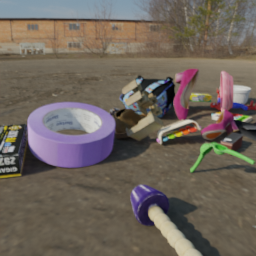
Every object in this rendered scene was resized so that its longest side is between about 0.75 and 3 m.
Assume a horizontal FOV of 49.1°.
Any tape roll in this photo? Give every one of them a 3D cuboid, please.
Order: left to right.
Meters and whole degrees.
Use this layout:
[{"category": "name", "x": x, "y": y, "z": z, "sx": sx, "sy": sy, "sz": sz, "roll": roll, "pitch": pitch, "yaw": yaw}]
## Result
[{"category": "tape roll", "x": -1.819, "y": 0.125, "z": 9.146, "sx": 2.733, "sy": 0.897, "sz": 2.733, "roll": 7, "pitch": 30, "yaw": -4}]

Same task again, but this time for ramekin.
[{"category": "ramekin", "x": 6.124, "y": -1.891, "z": 16.204, "sx": 1.677, "sy": 0.880, "sz": 1.677, "roll": 1, "pitch": 18, "yaw": 0}]

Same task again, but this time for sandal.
[{"category": "sandal", "x": 4.913, "y": 0.030, "z": 10.798, "sx": 1.074, "sy": 0.605, "sz": 2.824, "roll": -12, "pitch": 22, "yaw": -33}]

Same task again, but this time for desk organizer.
[{"category": "desk organizer", "x": 3.529, "y": 0.539, "z": 9.535, "sx": 0.400, "sy": 0.429, "sz": 1.115, "roll": 14, "pitch": 23, "yaw": 37}]

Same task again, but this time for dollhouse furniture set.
[{"category": "dollhouse furniture set", "x": 0.419, "y": -0.571, "z": 10.252, "sx": 1.129, "sy": 1.699, "sz": 1.489, "roll": -31, "pitch": -33, "yaw": 24}]

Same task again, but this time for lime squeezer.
[{"category": "lime squeezer", "x": 2.239, "y": 0.710, "z": 7.211, "sx": 0.372, "sy": 0.697, "sz": 1.973, "roll": 10, "pitch": -18, "yaw": -33}]

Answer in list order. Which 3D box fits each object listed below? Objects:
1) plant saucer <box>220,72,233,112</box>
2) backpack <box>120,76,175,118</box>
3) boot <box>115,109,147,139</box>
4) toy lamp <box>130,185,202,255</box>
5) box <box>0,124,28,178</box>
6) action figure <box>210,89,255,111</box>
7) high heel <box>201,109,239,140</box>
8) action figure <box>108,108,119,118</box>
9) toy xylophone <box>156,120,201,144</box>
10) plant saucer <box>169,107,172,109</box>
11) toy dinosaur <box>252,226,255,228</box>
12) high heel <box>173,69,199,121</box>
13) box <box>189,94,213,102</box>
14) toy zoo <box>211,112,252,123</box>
[{"category": "plant saucer", "x": 4.662, "y": -1.688, "z": 13.251, "sx": 0.494, "sy": 1.950, "sz": 1.950, "roll": -1, "pitch": 17, "yaw": 14}, {"category": "backpack", "x": 0.885, "y": -1.325, "z": 13.292, "sx": 2.202, "sy": 1.623, "sz": 2.412, "roll": 10, "pitch": 37, "yaw": 31}, {"category": "boot", "x": 0.291, "y": -0.399, "z": 11.365, "sx": 0.966, "sy": 0.990, "sz": 2.625, "roll": -6, "pitch": 11, "yaw": 30}, {"category": "toy lamp", "x": 0.788, "y": 1.875, "z": 5.012, "sx": 0.797, "sy": 0.797, "sz": 2.737, "roll": -8, "pitch": 22, "yaw": -22}, {"category": "box", "x": -4.454, "y": 0.679, "z": 8.677, "sx": 2.371, "sy": 0.733, "sz": 2.970, "roll": -3, "pitch": 18, "yaw": -16}, {"category": "action figure", "x": 5.478, "y": -1.479, "z": 14.634, "sx": 2.392, "sy": 1.184, "sz": 0.780, "roll": -4, "pitch": 18, "yaw": -3}, {"category": "high heel", "x": 3.305, "y": -0.212, "z": 10.525, "sx": 2.211, "sy": 0.745, "sz": 1.060, "roll": -9, "pitch": 65, "yaw": -35}, {"category": "action figure", "x": -0.769, "y": -0.573, "z": 12.237, "sx": 0.945, "sy": 0.615, "sz": 0.328, "roll": -31, "pitch": 56, "yaw": 5}, {"category": "toy xylophone", "x": 1.765, "y": 0.082, "z": 10.173, "sx": 1.636, "sy": 0.411, "sz": 1.198, "roll": -19, "pitch": 7, "yaw": 6}, {"category": "plant saucer", "x": 1.344, "y": -1.333, "z": 15.438, "sx": 2.172, "sy": 0.320, "sz": 2.172, "roll": -1, "pitch": 19, "yaw": 0}, {"category": "toy dinosaur", "x": 3.067, "y": 1.979, "z": 5.323, "sx": 1.296, "sy": 0.499, "sz": 0.663, "roll": 17, "pitch": 37, "yaw": 24}, {"category": "high heel", "x": 2.674, "y": -1.442, "z": 12.451, "sx": 0.780, "sy": 2.315, "sz": 1.110, "roll": 11, "pitch": -12, "yaw": -42}, {"category": "box", "x": 3.602, "y": -1.548, "z": 14.335, "sx": 1.541, "sy": 0.373, "sz": 0.904, "roll": 1, "pitch": 12, "yaw": 3}, {"category": "toy zoo", "x": 4.682, "y": -0.471, "z": 13.010, "sx": 1.707, "sy": 0.175, "sz": 1.120, "roll": 16, "pitch": 24, "yaw": 40}]
